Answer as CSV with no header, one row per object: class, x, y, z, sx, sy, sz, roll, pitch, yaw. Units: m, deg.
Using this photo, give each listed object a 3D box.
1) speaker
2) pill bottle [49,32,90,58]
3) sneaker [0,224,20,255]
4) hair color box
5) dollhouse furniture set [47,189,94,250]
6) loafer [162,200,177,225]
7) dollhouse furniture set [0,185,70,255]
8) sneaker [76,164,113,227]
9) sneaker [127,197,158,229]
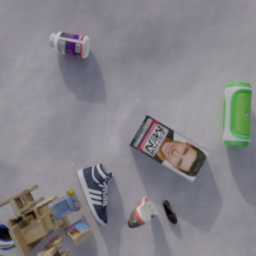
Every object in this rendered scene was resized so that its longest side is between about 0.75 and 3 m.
speaker,4.010,-0.476,10.288,1.009,1.009,2.283,3,87,0
pill bottle,-2.193,-3.135,10.525,1.413,0.795,0.795,11,87,1
sneaker,-4.612,3.631,9.501,2.363,0.890,1.042,11,114,-4
hair color box,1.468,0.755,10.298,2.647,0.803,1.310,30,87,1
dollhouse furniture set,-2.175,3.147,9.625,1.516,1.048,1.606,-27,105,-28
loafer,1.505,3.153,10.350,0.344,0.302,0.958,-28,85,19
dollhouse furniture set,-3.296,3.400,9.130,1.883,2.834,2.484,-27,86,-1
sneaker,-0.932,2.383,10.228,1.196,0.773,2.205,-24,84,0
sneaker,0.423,2.964,9.686,0.800,1.954,0.753,-38,74,12
